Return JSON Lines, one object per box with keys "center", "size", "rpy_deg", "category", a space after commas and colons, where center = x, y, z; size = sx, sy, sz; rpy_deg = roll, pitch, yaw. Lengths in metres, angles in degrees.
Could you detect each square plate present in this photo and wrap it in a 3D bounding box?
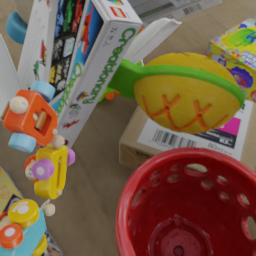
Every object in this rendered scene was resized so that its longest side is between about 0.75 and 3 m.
{"center": [0.205, -1.587, 5.724], "size": [0.270, 1.899, 1.881], "rpy_deg": [51, 24, -4], "category": "square plate"}

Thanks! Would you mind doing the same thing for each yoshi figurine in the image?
{"center": [-0.547, -1.932, 8.028], "size": [1.469, 1.475, 2.624], "rpy_deg": [16, 57, 31], "category": "yoshi figurine"}

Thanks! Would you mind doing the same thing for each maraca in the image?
{"center": [0.639, -0.572, 4.296], "size": [2.184, 1.498, 1.168], "rpy_deg": [14, 72, 7], "category": "maraca"}

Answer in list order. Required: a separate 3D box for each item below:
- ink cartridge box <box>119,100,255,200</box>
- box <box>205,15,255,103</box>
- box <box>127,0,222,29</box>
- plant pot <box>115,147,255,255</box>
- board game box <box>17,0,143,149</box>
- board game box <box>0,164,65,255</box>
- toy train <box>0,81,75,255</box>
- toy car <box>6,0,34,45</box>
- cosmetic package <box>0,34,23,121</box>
{"center": [1.512, 0.175, 6.592], "size": [2.834, 1.064, 2.335], "rpy_deg": [18, 57, 14], "category": "ink cartridge box"}
{"center": [3.658, -1.764, 7.834], "size": [2.126, 1.347, 2.207], "rpy_deg": [-33, 60, -21], "category": "box"}
{"center": [0.735, -3.224, 6.117], "size": [2.066, 2.651, 0.546], "rpy_deg": [-13, 78, 27], "category": "box"}
{"center": [1.020, 1.866, 4.656], "size": [2.407, 2.192, 2.407], "rpy_deg": [0, 54, 1], "category": "plant pot"}
{"center": [-1.062, -1.079, 4.433], "size": [0.516, 2.984, 1.884], "rpy_deg": [-10, 62, -37], "category": "board game box"}
{"center": [-2.664, 2.184, 5.495], "size": [1.824, 0.466, 2.692], "rpy_deg": [-35, 61, -23], "category": "board game box"}
{"center": [-0.915, 0.454, 2.296], "size": [0.434, 1.171, 1.559], "rpy_deg": [10, 74, 13], "category": "toy train"}
{"center": [-1.194, -2.805, 5.976], "size": [1.958, 2.040, 2.214], "rpy_deg": [29, 42, -19], "category": "toy car"}
{"center": [-2.724, -0.558, 4.237], "size": [1.343, 1.344, 1.629], "rpy_deg": [-14, 10, 32], "category": "cosmetic package"}
